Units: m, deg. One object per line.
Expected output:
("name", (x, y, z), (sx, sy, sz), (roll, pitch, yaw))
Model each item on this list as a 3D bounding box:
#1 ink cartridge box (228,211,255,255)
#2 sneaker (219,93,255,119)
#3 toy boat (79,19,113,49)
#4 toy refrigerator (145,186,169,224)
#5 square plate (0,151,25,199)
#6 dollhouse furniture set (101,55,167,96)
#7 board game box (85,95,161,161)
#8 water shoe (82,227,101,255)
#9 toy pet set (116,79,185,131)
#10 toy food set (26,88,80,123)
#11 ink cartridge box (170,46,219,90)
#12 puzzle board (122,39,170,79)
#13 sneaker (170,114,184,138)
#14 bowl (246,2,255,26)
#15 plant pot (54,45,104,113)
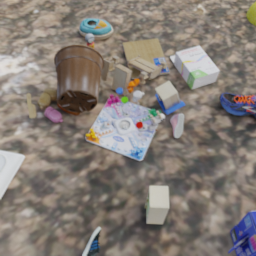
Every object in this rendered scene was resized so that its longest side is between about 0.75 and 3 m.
("ink cartridge box", (4.405, 3.212, 8.367), (2.898, 1.977, 1.106), (-3, 54, -2))
("sneaker", (5.157, -1.030, 11.689), (2.642, 1.036, 0.995), (16, 53, 10))
("toy boat", (-1.724, -4.874, 14.270), (1.787, 0.988, 2.126), (7, 57, 4))
("toy refrigerator", (0.879, 2.500, 8.941), (0.633, 1.810, 0.687), (1, 58, 2))
("square plate", (-5.697, 1.720, 9.960), (2.906, 0.417, 2.933), (12, 48, 4))
("dollhouse furniture set", (0.260, -2.584, 13.046), (2.071, 1.186, 2.428), (33, 42, 23))
("board game box", (-0.140, -0.125, 11.558), (2.480, 0.321, 2.480), (20, 59, 13))
("water shoe", (-1.078, 3.795, 8.951), (0.467, 0.423, 1.184), (26, 72, 5))
("toy pet set", (1.030, -0.988, 11.722), (2.212, 1.258, 2.369), (-28, 54, 2))
("toy food set", (-2.778, -1.036, 12.124), (2.938, 0.463, 1.868), (-10, 57, -16))
("ink cartridge box", (3.052, -3.016, 13.173), (1.332, 0.766, 2.275), (-19, 59, -13))
("puzzle board", (0.841, -3.423, 13.785), (1.868, 0.216, 2.479), (-9, 58, -6))
("sneaker", (1.969, -0.082, 11.534), (0.386, 0.536, 1.025), (16, 81, -31))
("bowl", (7.694, -6.452, 15.232), (2.091, 1.125, 2.091), (0, 57, -1))
("plant pot", (-2.017, -1.881, 11.463), (2.105, 2.105, 2.084), (-3, 63, -2))
